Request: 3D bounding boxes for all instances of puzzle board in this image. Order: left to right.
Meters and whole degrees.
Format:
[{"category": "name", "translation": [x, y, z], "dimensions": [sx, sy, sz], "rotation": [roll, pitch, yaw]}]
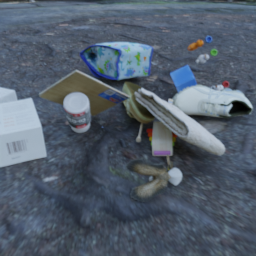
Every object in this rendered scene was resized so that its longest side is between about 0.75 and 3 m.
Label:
[{"category": "puzzle board", "translation": [-1.328, -1.035, 8.849], "dimensions": [1.738, 0.201, 2.306], "rotation": [-23, -27, 34]}]

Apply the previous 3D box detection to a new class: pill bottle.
[{"category": "pill bottle", "translation": [-1.558, -0.426, 8.762], "dimensions": [0.753, 1.322, 0.753], "rotation": [1, 59, -2]}]

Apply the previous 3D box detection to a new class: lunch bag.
[{"category": "lunch bag", "translation": [-0.580, -3.173, 12.914], "dimensions": [2.645, 1.686, 2.249], "rotation": [27, 30, 37]}]

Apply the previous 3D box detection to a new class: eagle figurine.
[{"category": "eagle figurine", "translation": [0.614, 1.202, 6.733], "dimensions": [1.171, 0.884, 0.888], "rotation": [-4, 39, -28]}]

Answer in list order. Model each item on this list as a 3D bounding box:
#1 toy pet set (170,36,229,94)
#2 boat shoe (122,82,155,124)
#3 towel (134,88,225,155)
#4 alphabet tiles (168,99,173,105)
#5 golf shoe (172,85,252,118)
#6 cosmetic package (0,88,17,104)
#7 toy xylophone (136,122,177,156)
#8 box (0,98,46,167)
[{"category": "toy pet set", "translation": [2.810, -2.273, 11.240], "dimensions": [2.125, 2.276, 1.209], "rotation": [-23, 5, 11]}, {"category": "boat shoe", "translation": [0.270, -0.783, 9.984], "dimensions": [0.981, 0.846, 2.689], "rotation": [13, 26, -24]}, {"category": "towel", "translation": [1.421, -0.255, 8.087], "dimensions": [1.846, 0.480, 2.785], "rotation": [22, 17, -39]}, {"category": "alphabet tiles", "translation": [2.005, -0.938, 10.899], "dimensions": [0.890, 0.066, 0.910], "rotation": [11, 33, 7]}, {"category": "golf shoe", "translation": [2.927, -0.834, 9.659], "dimensions": [2.741, 1.073, 1.333], "rotation": [-4, 24, -7]}, {"category": "cosmetic package", "translation": [-5.059, -0.708, 9.938], "dimensions": [1.064, 0.775, 2.093], "rotation": [13, 34, 21]}, {"category": "toy xylophone", "translation": [0.910, 0.242, 8.629], "dimensions": [1.197, 0.411, 1.636], "rotation": [4, 31, 15]}, {"category": "box", "translation": [-3.392, 0.083, 8.256], "dimensions": [1.513, 1.057, 1.988], "rotation": [-12, 33, -20]}]
